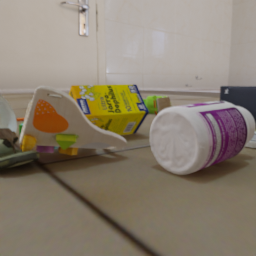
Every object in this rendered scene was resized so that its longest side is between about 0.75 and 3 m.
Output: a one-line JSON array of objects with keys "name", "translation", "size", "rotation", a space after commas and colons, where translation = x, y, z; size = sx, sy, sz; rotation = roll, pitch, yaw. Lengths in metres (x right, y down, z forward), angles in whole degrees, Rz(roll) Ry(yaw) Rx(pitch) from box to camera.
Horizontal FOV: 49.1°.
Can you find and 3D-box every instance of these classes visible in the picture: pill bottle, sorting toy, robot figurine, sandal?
[{"name": "pill bottle", "translation": [1.862, 0.126, 6.531], "size": [2.593, 1.456, 1.456], "rotation": [-9, 14, -40]}, {"name": "sorting toy", "translation": [1.608, -0.896, 13.279], "size": [0.370, 1.056, 1.063], "rotation": [-4, 6, 38]}, {"name": "robot figurine", "translation": [1.580, -1.275, 15.488], "size": [1.671, 0.966, 1.466], "rotation": [0, -10, 11]}, {"name": "sandal", "translation": [-3.212, 0.386, 6.692], "size": [2.952, 0.842, 1.172], "rotation": [12, 16, 43]}, {"name": "sorting toy", "translation": [-1.394, 0.114, 7.222], "size": [2.452, 1.455, 2.723], "rotation": [15, -7, -21]}]

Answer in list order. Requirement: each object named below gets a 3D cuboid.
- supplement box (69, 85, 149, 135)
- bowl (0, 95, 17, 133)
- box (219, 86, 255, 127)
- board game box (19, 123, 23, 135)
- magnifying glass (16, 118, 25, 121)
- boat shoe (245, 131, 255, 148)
[{"name": "supplement box", "translation": [-0.739, -0.564, 9.366], "size": [2.364, 1.287, 1.295], "rotation": [-6, -33, -28]}, {"name": "bowl", "translation": [-4.400, -0.268, 8.884], "size": [0.762, 1.695, 1.695], "rotation": [-18, 6, 13]}, {"name": "box", "translation": [4.844, -0.764, 10.623], "size": [2.420, 1.445, 2.461], "rotation": [5, 3, 25]}, {"name": "board game box", "translation": [-3.036, -0.053, 10.542], "size": [1.739, 0.351, 1.330], "rotation": [-1, 10, -6]}, {"name": "magnifying glass", "translation": [-4.643, -0.455, 13.326], "size": [0.542, 0.153, 1.362], "rotation": [9, 15, 40]}, {"name": "boat shoe", "translation": [4.611, -0.021, 7.897], "size": [2.805, 0.999, 0.979], "rotation": [-8, 6, 20]}]
